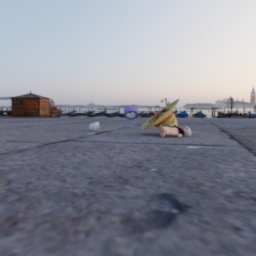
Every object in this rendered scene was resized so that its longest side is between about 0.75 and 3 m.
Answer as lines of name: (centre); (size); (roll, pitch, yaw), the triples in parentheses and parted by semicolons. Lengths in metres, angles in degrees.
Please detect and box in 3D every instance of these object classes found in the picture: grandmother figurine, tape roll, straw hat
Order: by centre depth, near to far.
grandmother figurine: (2.366, 0.170, 13.973); (1.771, 0.536, 1.074); (4, 44, -25)
straw hat: (2.048, -0.303, 15.130); (2.804, 1.187, 2.804); (-38, 5, 4)
tape roll: (0.155, -0.816, 15.390); (0.779, 0.331, 0.779); (-2, -36, -2)

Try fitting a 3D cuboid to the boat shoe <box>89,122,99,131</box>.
boat shoe: (-2.173, -0.033, 17.788); (0.543, 0.555, 1.567); (-2, -5, -18)
